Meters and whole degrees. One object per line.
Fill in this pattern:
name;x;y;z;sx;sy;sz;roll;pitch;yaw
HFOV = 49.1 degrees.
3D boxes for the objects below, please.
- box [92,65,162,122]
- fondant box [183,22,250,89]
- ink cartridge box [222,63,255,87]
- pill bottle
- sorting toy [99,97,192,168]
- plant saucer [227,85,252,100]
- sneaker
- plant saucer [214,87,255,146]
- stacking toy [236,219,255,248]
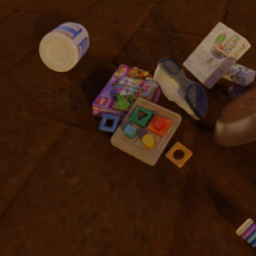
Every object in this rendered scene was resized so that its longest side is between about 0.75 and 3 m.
box;0.105;-1.112;9.067;1.667;0.476;2.436;14;45;14
fondant box;2.977;-2.481;9.628;0.547;1.879;1.356;22;27;-40
ink cartridge box;3.838;-1.846;9.681;0.632;0.364;0.866;-31;49;-30
pill bottle;-2.246;-3.119;10.436;1.356;1.356;2.420;4;31;4
sorting toy;0.448;0.031;7.454;2.744;0.374;1.545;26;77;24
plant saucer;3.828;-1.018;9.043;1.262;0.231;1.262;3;33;-2
sneaker;1.601;-1.124;8.640;0.815;0.952;2.186;-27;74;-27
plant saucer;3.253;-0.520;7.180;0.480;2.622;2.622;53;53;-9
stacking toy;2.680;2.328;5.568;0.427;0.427;1.000;-29;58;-27
